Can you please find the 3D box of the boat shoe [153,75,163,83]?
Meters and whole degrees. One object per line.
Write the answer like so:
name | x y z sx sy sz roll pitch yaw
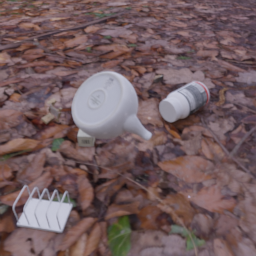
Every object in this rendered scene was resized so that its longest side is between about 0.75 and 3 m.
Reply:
boat shoe | 1.738 -2.930 16.651 0.332 0.350 0.924 25 35 34

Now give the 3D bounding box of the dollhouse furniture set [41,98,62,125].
dollhouse furniture set | -3.545 -0.693 13.033 0.648 1.250 0.553 38 46 8

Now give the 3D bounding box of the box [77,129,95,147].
box | -1.770 0.067 12.522 0.702 0.584 1.708 3 37 3

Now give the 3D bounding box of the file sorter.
file sorter | -2.725 2.560 9.007 1.508 0.939 1.046 6 38 7

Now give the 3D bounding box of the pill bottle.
pill bottle | 2.713 -1.250 13.597 2.371 1.373 1.373 -29 46 -30

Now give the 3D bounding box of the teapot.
teapot | -0.610 -0.596 9.368 2.350 1.739 2.381 -16 61 24
